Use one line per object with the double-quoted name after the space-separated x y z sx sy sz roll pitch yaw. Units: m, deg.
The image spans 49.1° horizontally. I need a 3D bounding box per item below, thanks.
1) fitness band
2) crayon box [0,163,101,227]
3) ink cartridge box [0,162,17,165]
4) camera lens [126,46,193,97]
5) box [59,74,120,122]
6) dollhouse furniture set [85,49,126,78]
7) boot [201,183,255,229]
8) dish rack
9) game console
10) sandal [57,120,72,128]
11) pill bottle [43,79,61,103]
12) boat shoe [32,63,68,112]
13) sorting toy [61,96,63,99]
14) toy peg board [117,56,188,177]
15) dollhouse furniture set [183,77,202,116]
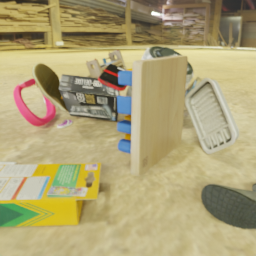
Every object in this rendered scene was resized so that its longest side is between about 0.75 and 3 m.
-3.406 -0.946 10.382 0.443 1.700 2.367 -22 14 10 "fitness band"
-1.775 1.348 5.880 2.379 0.614 1.496 -1 20 -2 "crayon box"
-3.406 1.110 7.195 0.786 0.160 0.785 2 20 6 "ink cartridge box"
1.134 -1.671 10.639 1.967 2.459 1.967 18 38 -14 "camera lens"
-1.249 -0.976 9.824 1.886 0.595 2.391 7 -18 -2 "box"
-1.118 -2.080 10.746 1.785 1.251 1.258 1 27 47 "dollhouse furniture set"
2.562 1.484 5.674 2.029 0.687 1.326 15 18 20 "boot"
2.357 -0.325 7.855 0.414 1.902 1.632 -16 -13 -18 "dish rack"
-0.377 -1.573 8.708 0.937 0.145 0.829 25 56 12 "game console"
-2.395 -0.197 10.703 0.356 0.215 0.875 5 21 14 "sandal"
-3.014 -1.760 13.536 2.101 1.201 1.201 -8 22 -21 "pill bottle"
-2.936 -1.471 10.608 0.752 2.391 0.872 9 65 30 "boat shoe"
-2.123 -1.250 10.430 0.753 0.101 0.561 -10 -18 -17 "sorting toy"
0.442 -0.556 7.815 1.357 2.775 2.763 11 21 30 "toy peg board"
2.216 -1.619 11.624 1.718 1.204 1.211 35 42 -3 "dollhouse furniture set"
